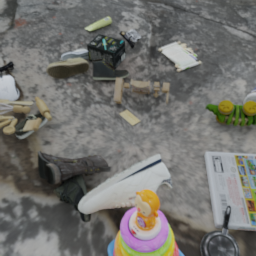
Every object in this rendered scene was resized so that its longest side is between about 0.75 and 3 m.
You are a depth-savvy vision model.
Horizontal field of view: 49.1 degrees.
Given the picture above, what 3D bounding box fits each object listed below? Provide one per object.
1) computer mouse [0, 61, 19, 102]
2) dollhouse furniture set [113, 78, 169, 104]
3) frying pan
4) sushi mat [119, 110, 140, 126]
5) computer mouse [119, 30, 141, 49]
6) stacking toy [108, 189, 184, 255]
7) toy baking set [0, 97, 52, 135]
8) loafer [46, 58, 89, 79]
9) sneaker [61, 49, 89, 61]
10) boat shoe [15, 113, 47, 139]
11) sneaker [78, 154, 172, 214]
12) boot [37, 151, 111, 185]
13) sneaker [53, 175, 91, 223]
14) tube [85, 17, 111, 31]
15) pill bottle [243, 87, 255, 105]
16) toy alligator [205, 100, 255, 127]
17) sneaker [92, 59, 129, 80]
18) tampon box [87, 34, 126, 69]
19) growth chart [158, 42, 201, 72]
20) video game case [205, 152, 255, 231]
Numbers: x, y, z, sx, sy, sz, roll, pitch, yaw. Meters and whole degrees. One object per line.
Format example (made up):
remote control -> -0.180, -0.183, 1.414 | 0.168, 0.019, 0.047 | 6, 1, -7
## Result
computer mouse -> -5.033, -1.885, 11.330 | 1.308, 0.523, 2.385 | -23, 51, -20
dollhouse furniture set -> 0.530, -1.284, 10.672 | 1.977, 1.025, 0.875 | 6, 87, 5
frying pan -> 2.464, 2.782, 6.931 | 0.942, 0.253, 1.557 | 39, 72, 21
sushi mat -> 0.052, -0.379, 10.242 | 0.383, 0.048, 0.800 | -32, 54, -25
computer mouse -> 0.156, -4.336, 13.522 | 0.948, 0.379, 1.729 | 43, 31, -3
stacking toy -> 0.377, 2.229, 5.844 | 1.539, 2.805, 1.628 | -26, 48, -24
toy baking set -> -3.835, -0.597, 9.819 | 1.964, 0.298, 2.559 | -14, 39, -22
loafer -> -2.581, -2.573, 11.922 | 1.810, 0.685, 0.618 | -11, 43, -19
sneaker -> -2.400, -3.276, 12.744 | 1.349, 0.493, 0.478 | -14, 37, -24
boat shoe -> -3.340, -0.201, 9.790 | 0.504, 0.454, 1.425 | 24, 51, 21
sneaker -> 0.002, 1.628, 7.217 | 2.626, 1.003, 1.057 | -24, 86, -23
boot -> -1.667, 1.101, 8.380 | 1.774, 0.705, 2.038 | -8, 18, -33
sneaker -> -1.509, 1.985, 7.662 | 0.882, 0.589, 1.540 | -16, 46, -12
tube -> -1.568, -5.463, 14.864 | 1.481, 0.430, 0.384 | -33, 92, -24
pill bottle -> 5.170, -1.223, 10.339 | 1.059, 1.059, 1.908 | 33, 55, 27
toy alligator -> 4.132, -0.385, 9.458 | 2.980, 0.988, 0.716 | 4, 66, 13
sneaker -> -0.727, -2.437, 11.565 | 1.533, 0.814, 0.573 | -5, 26, -5
tampon box -> -0.956, -3.416, 12.511 | 1.392, 0.879, 1.043 | 22, 53, 19
growth chart -> 2.408, -3.369, 12.969 | 1.524, 0.187, 2.105 | -18, 49, -17
video game case -> 3.475, 1.757, 8.077 | 2.227, 0.280, 2.447 | 3, 46, 3
